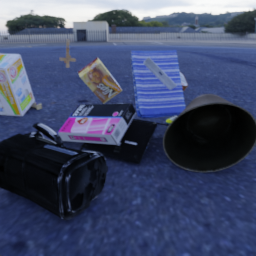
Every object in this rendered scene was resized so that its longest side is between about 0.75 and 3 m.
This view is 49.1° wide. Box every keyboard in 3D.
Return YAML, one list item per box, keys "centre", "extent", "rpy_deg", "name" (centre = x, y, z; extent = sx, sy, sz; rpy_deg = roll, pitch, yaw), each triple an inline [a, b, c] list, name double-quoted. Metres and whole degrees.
- centre: [1.178, -1.991, 10.375]
  extent: [0.079, 1.483, 0.417]
  rpy_deg: [-52, 9, -36]
  name: "keyboard"

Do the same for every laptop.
- centre: [0.012, 0.307, 9.690]
  extent: [2.200, 1.282, 2.483]
  rpy_deg: [9, 55, 27]
  name: "laptop"

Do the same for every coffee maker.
- centre: [-2.013, 1.150, 6.513]
  extent: [2.362, 1.591, 2.268]
  rpy_deg: [12, 43, 32]
  name: "coffee maker"

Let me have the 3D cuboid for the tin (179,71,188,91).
- centre: [2.567, -2.578, 14.670]
  extent: [0.998, 0.373, 1.782]
  rpy_deg: [18, 36, -19]
  name: "tin"

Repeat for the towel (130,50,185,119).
- centre: [1.157, -1.716, 10.737]
  extent: [1.954, 2.699, 0.322]
  rpy_deg: [-5, -10, -14]
  name: "towel"

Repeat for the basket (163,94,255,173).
- centre: [2.557, -0.082, 8.884]
  extent: [2.551, 1.924, 2.829]
  rpy_deg: [-19, 10, 20]
  name: "basket"

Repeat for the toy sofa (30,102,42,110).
- centre: [-4.613, -1.143, 13.717]
  extent: [0.760, 0.371, 0.315]
  rpy_deg: [11, 24, 29]
  name: "toy sofa"

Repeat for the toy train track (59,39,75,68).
- centre: [-2.849, -3.514, 13.248]
  extent: [0.746, 1.301, 0.212]
  rpy_deg: [3, 14, -4]
  name: "toy train track"

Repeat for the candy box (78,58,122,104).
- centre: [-1.315, -2.208, 13.416]
  extent: [1.168, 2.024, 0.560]
  rpy_deg: [-34, 45, 8]
  name: "candy box"

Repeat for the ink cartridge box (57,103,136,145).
- centre: [-1.293, -0.170, 9.348]
  extent: [2.980, 0.553, 1.411]
  rpy_deg: [0, 46, 37]
  name: "ink cartridge box"

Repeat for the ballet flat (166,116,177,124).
- centre: [2.024, -0.272, 11.421]
  extent: [0.384, 0.385, 1.148]
  rpy_deg: [-16, 26, -36]
  name: "ballet flat"

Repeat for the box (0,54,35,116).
- centre: [-5.264, -1.875, 12.377]
  extent: [1.226, 2.418, 1.360]
  rpy_deg: [4, 39, 10]
  name: "box"
